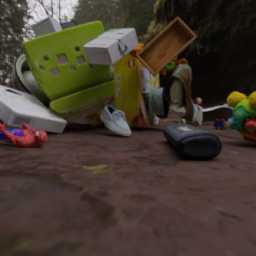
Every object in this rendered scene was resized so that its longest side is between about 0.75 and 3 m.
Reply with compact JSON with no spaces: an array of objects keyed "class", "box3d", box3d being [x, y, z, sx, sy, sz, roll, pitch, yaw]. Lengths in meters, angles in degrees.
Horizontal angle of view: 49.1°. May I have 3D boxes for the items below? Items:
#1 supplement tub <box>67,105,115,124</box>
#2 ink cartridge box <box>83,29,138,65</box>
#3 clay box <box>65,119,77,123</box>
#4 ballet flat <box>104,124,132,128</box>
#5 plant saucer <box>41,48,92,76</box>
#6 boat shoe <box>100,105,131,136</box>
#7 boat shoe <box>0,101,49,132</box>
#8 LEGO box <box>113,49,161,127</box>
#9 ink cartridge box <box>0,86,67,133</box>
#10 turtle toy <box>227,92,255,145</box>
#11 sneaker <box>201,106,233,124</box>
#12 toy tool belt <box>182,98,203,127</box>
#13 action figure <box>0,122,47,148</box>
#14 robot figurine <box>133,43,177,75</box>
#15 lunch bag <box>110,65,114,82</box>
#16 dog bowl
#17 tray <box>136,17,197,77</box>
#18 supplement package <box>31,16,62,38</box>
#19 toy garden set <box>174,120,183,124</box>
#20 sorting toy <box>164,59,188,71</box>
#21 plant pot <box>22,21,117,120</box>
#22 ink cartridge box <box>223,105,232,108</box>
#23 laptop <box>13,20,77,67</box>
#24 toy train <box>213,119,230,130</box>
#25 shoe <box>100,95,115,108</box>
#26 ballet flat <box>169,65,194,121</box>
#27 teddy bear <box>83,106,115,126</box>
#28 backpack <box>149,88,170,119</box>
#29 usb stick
[{"class":"supplement tub","box3d":[-1.897,-1.274,14.858,2.097,2.097,2.893,3,5,37]},{"class":"ink cartridge box","box3d":[-0.514,-2.448,8.394,1.000,0.577,1.369,14,46,37]},{"class":"clay box","box3d":[-3.244,-0.424,16.161,0.555,0.230,0.965,3,5,36]},{"class":"ballet flat","box3d":[-0.391,-0.194,11.490,1.205,0.419,0.419,0,4,-21]},{"class":"plant saucer","box3d":[-2.134,-2.232,10.506,2.160,2.160,0.346,-1,-29,-10]},{"class":"boat shoe","box3d":[-0.381,-0.271,8.510,0.553,0.564,1.584,6,21,-34]},{"class":"boat shoe","box3d":[-3.939,-0.428,9.693,2.517,1.142,0.890,-3,5,-39]},{"class":"LEGO box","box3d":[0.391,-1.440,11.031,1.053,2.728,2.032,-3,-2,29]},{"class":"ink cartridge box","box3d":[-3.246,-0.597,8.575,1.928,0.489,2.188,34,9,25]},{"class":"turtle toy","box3d":[2.947,-0.091,5.988,1.395,0.967,1.914,24,0,-16]},{"class":"sneaker","box3d":[4.243,-0.627,14.111,2.541,0.925,1.076,0,3,0]},{"class":"toy tool belt","box3d":[2.568,-0.688,11.333,0.788,1.282,0.800,14,-19,-15]},{"class":"action figure","box3d":[-2.579,0.141,6.389,2.207,0.570,0.722,6,5,37]},{"class":"robot figurine","box3d":[1.084,-3.467,13.834,2.430,0.707,1.762,30,55,30]},{"class":"lunch bag","box3d":[-0.959,-2.235,13.021,2.462,1.715,2.065,1,-37,-42]},{"class":"dog bowl","box3d":[-3.600,-1.721,11.777,1.048,2.843,2.843,-38,-18,30]},{"class":"tray","box3d":[1.280,-2.741,9.523,1.907,0.941,0.353,-42,-4,3]},{"class":"supplement package","box3d":[-3.117,-3.595,11.625,0.926,1.628,0.892,-23,8,13]},{"class":"toy garden set","box3d":[3.021,-0.294,14.753,1.002,0.200,0.835,0,2,-13]},{"class":"sorting toy","box3d":[1.736,-2.553,11.085,1.322,0.458,0.455,-6,-14,0]},{"class":"plant pot","box3d":[-1.932,-1.827,10.081,2.735,2.481,2.721,-21,0,-14]},{"class":"ink cartridge box","box3d":[6.688,-0.814,16.045,2.041,1.046,2.762,1,5,9]},{"class":"laptop","box3d":[-3.127,-3.005,12.845,2.834,1.642,2.654,-12,-31,16]},{"class":"toy train","box3d":[3.765,-0.084,10.749,0.535,0.392,0.925,13,-1,-21]},{"class":"shoe","box3d":[-0.820,-1.346,12.273,0.586,0.746,1.639,-15,5,-29]},{"class":"ballet flat","box3d":[1.761,-1.004,9.500,0.780,2.299,0.832,28,54,35]},{"class":"teddy bear","box3d":[-0.574,-0.652,12.466,2.883,0.962,2.090,-7,-3,0]},{"class":"backpack","box3d":[1.163,-0.949,10.366,0.662,1.046,0.873,-8,36,13]},{"class":"usb stick","box3d":[1.189,0.206,5.692,0.760,0.447,2.741,1,4,2]}]
